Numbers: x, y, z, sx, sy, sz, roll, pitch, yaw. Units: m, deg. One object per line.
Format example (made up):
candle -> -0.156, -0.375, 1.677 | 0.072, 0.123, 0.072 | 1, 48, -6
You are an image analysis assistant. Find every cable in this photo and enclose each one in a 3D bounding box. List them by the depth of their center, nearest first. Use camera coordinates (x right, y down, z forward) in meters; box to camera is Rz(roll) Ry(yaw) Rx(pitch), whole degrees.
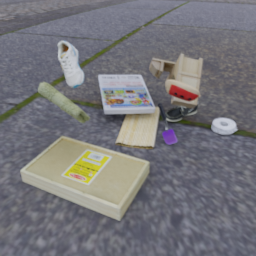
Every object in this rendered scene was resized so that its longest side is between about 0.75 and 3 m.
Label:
cable -> 3.311, -0.049, 9.704 | 0.803, 0.278, 0.803 | 25, 40, 34

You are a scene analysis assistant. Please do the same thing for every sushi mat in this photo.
sushi mat -> 0.411, -0.113, 9.902 | 1.244, 0.157, 2.600 | 6, 34, 8

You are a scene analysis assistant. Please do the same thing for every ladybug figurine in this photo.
ladybug figurine -> 1.418, -0.965, 7.434 | 0.996, 0.358, 0.676 | 23, 0, 20

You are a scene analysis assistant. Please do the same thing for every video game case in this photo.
video game case -> -0.137, -1.354, 10.798 | 1.824, 0.230, 2.547 | -2, 38, -11

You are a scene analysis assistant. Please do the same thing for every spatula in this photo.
spatula -> 1.199, -0.157, 9.036 | 0.400, 1.415, 0.145 | -23, -18, 27

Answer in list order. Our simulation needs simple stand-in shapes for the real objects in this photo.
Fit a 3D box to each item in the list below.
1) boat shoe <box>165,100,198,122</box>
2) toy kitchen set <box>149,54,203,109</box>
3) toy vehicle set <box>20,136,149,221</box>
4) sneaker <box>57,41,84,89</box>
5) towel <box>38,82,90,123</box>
boat shoe -> 1.974, -0.696, 10.401 | 1.641, 0.555, 0.589 | -21, 53, -31
toy kitchen set -> 1.442, -1.428, 9.742 | 1.544, 1.892, 1.707 | 11, 75, -3
toy vehicle set -> -1.127, 1.195, 7.622 | 2.991, 0.396, 1.858 | 15, 35, 22
sneaker -> -1.945, -2.058, 9.182 | 0.657, 0.693, 1.716 | -25, 64, 15
towel -> -1.672, -0.605, 7.506 | 1.330, 0.327, 1.792 | 37, -5, 0
